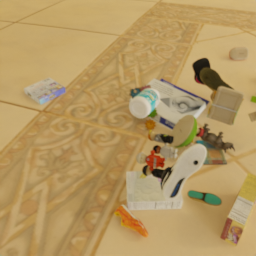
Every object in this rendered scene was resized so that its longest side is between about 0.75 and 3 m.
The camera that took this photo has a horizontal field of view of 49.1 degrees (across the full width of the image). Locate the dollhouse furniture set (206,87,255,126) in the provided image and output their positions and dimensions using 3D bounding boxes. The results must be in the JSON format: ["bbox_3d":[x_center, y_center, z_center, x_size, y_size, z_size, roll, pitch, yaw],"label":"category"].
[{"bbox_3d":[4.300,-0.611,10.294,2.519,1.259,0.973,21,13,21],"label":"dollhouse furniture set"}]

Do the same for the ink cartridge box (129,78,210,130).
[{"bbox_3d":[1.896,-1.204,12.286,2.721,0.553,2.726,29,51,22],"label":"ink cartridge box"}]

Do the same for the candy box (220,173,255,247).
[{"bbox_3d":[3.297,2.321,8.078,0.522,1.079,1.849,24,47,27],"label":"candy box"}]

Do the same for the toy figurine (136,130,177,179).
[{"bbox_3d":[0.861,0.820,8.382,0.871,1.251,1.232,9,61,27],"label":"toy figurine"}]

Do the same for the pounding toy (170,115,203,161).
[{"bbox_3d":[2.234,0.410,10.260,0.801,1.333,1.727,29,47,-17],"label":"pounding toy"}]

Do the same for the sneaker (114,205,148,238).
[{"bbox_3d":[0.094,2.779,8.126,0.485,0.459,1.259,-43,48,-17],"label":"sneaker"}]

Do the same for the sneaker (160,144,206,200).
[{"bbox_3d":[1.362,1.045,7.485,0.599,1.639,0.917,35,4,-9],"label":"sneaker"}]

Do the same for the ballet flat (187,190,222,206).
[{"bbox_3d":[2.381,2.186,8.700,1.079,0.340,0.370,13,62,31],"label":"ballet flat"}]

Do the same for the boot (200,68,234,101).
[{"bbox_3d":[3.642,-1.550,11.768,0.650,1.967,1.723,-42,76,3],"label":"boot"}]

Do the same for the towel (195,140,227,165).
[{"bbox_3d":[3.095,0.886,10.470,0.909,0.135,1.240,-2,41,-1],"label":"towel"}]

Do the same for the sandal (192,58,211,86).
[{"bbox_3d":[3.319,-2.258,12.176,0.948,2.525,0.569,-24,72,18],"label":"sandal"}]

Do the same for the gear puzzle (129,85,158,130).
[{"bbox_3d":[0.650,-0.739,11.195,0.963,1.859,0.243,-10,16,18],"label":"gear puzzle"}]

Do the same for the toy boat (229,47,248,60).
[{"bbox_3d":[6.359,-4.278,16.205,1.069,0.698,0.699,-1,10,-2],"label":"toy boat"}]

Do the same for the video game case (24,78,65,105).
[{"bbox_3d":[-3.986,-1.788,13.424,1.320,0.331,1.456,32,50,32],"label":"video game case"}]

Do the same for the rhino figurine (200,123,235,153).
[{"bbox_3d":[3.319,0.463,10.409,1.442,0.630,0.431,34,40,19],"label":"rhino figurine"}]

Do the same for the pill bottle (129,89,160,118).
[{"bbox_3d":[0.577,-0.839,8.922,0.680,0.680,1.228,18,34,20],"label":"pill bottle"}]

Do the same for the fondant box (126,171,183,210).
[{"bbox_3d":[0.786,1.968,8.938,1.680,0.489,1.212,-1,41,-2],"label":"fondant box"}]
